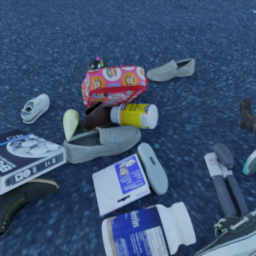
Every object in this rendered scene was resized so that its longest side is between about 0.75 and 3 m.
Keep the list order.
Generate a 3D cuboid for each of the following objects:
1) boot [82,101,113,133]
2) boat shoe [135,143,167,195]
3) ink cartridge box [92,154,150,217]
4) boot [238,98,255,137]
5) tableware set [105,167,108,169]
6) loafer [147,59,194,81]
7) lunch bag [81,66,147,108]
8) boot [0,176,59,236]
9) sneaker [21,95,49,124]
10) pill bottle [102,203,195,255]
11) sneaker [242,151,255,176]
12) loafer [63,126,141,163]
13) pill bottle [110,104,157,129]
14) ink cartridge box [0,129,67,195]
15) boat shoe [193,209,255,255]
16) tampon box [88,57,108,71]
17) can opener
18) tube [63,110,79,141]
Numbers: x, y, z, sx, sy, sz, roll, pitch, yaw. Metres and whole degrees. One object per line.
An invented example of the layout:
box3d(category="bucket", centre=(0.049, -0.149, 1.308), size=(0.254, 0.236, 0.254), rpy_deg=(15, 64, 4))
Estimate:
box3d(category="boot", centre=(-0.943, -0.518, 10.073), size=(1.638, 1.363, 0.593), rpy_deg=(-37, 74, -27))
box3d(category="boat shoe", centre=(0.688, 1.318, 8.698), size=(0.605, 0.545, 1.712), rpy_deg=(1, 53, -33))
box3d(category="ink cartridge box", centre=(-0.216, 1.669, 8.074), size=(1.527, 0.334, 1.541), rpy_deg=(-26, 40, 4))
box3d(category="boot", centre=(4.356, -0.396, 9.792), size=(0.447, 1.292, 1.124), rpy_deg=(-1, 9, -8))
box3d(category="tableware set", centre=(-0.310, 1.456, 8.920), size=(0.843, 0.098, 0.704), rpy_deg=(-15, 44, -17))
box3d(category="loafer", centre=(1.971, -2.731, 12.933), size=(2.342, 0.817, 0.819), rpy_deg=(-15, 45, -16))
box3d(category="lunch bag", centre=(-0.445, -1.490, 10.371), size=(2.362, 2.682, 1.099), rpy_deg=(-8, 86, -15))
box3d(category="boot", centre=(-3.000, 2.218, 7.685), size=(2.133, 0.826, 1.475), rpy_deg=(-12, 47, 5))
box3d(category="sneaker", centre=(-3.621, -0.878, 11.015), size=(0.603, 0.635, 1.578), rpy_deg=(10, 46, 13))
box3d(category="pill bottle", centre=(0.472, 2.468, 6.536), size=(1.980, 1.146, 1.146), rpy_deg=(-16, 44, -1))
box3d(category="sneaker", centre=(4.618, 1.045, 8.863), size=(2.197, 0.852, 1.002), rpy_deg=(-23, 51, -21))
box3d(category="loafer", centre=(-0.826, 0.424, 9.373), size=(2.684, 0.936, 0.938), rpy_deg=(-18, 49, -17))
box3d(category="pill bottle", centre=(0.201, -0.440, 10.165), size=(1.595, 0.872, 0.872), rpy_deg=(4, 41, 24))
box3d(category="ink cartridge box", centre=(-3.758, 0.949, 8.181), size=(2.763, 0.605, 2.789), rpy_deg=(16, 29, 37))
box3d(category="boat shoe", centre=(2.606, 2.738, 6.907), size=(2.948, 1.042, 0.939), rpy_deg=(-12, 44, -24))
box3d(category="tampon box", centre=(-1.357, -2.712, 12.625), size=(0.475, 0.752, 0.564), rpy_deg=(4, 59, -48))
box3d(category="can opener", centre=(2.861, 1.476, 8.194), size=(0.679, 0.852, 2.547), rpy_deg=(-3, 37, 0))
box3d(category="tube", centre=(-1.964, -0.192, 9.585), size=(0.583, 0.652, 2.246), rpy_deg=(-36, 13, -1))
